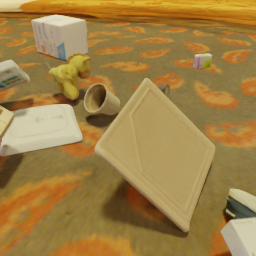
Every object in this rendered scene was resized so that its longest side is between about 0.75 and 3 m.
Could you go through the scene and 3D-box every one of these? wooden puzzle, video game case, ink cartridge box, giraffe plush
[{"bbox_3d":[0.716,0.449,5.967,2.423,0.488,2.619,43,46,-12],"label":"wooden puzzle"},{"bbox_3d":[-4.379,-1.330,8.589,2.343,0.278,2.133,-22,2,-8],"label":"video game case"},{"bbox_3d":[-3.609,-4.748,14.500,2.621,1.685,1.641,22,39,32],"label":"ink cartridge box"},{"bbox_3d":[-1.933,-1.985,9.838,1.345,1.658,1.431,-40,58,-16],"label":"giraffe plush"}]

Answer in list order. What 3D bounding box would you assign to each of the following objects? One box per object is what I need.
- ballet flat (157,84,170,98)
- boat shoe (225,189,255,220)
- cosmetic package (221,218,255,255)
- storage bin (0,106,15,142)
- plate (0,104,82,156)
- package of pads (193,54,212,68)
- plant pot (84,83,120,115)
[{"bbox_3d":[1.066,-0.897,9.557,0.826,0.568,2.452,-29,18,24],"label":"ballet flat"},{"bbox_3d":[2.383,1.732,4.915,0.712,0.588,1.902,10,12,-26],"label":"boat shoe"},{"bbox_3d":[1.919,1.921,4.226,0.533,0.388,1.049,1,42,-20],"label":"cosmetic package"},{"bbox_3d":[-3.354,0.314,6.514,0.627,1.329,1.339,32,37,-19],"label":"storage bin"},{"bbox_3d":[-2.657,-0.122,8.434,2.233,0.361,2.228,-10,33,-15],"label":"plate"},{"bbox_3d":[3.419,-3.095,12.889,0.787,0.608,0.269,-7,34,-11],"label":"package of pads"},{"bbox_3d":[-0.749,-0.814,8.800,0.941,0.941,0.861,30,5,39],"label":"plant pot"}]
